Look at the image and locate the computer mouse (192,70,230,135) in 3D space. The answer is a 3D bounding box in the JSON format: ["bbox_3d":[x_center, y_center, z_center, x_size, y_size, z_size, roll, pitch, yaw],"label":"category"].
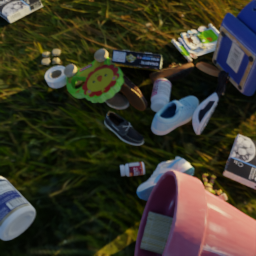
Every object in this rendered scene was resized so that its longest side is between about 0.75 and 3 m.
[{"bbox_3d":[2.862,-0.843,10.062,0.533,1.333,2.430,28,67,18],"label":"computer mouse"}]

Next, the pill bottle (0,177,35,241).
[{"bbox_3d":[-3.726,2.135,8.063,2.012,1.118,1.118,36,63,22],"label":"pill bottle"}]

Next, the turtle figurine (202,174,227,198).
[{"bbox_3d":[2.551,1.860,8.730,1.004,0.323,0.810,6,48,14],"label":"turtle figurine"}]

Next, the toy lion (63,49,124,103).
[{"bbox_3d":[-1.271,-1.750,10.389,2.243,0.770,2.150,-21,53,15],"label":"toy lion"}]

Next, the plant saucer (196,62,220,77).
[{"bbox_3d":[3.286,-2.408,11.386,1.069,0.200,1.069,16,29,-10],"label":"plant saucer"}]

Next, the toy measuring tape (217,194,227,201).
[{"bbox_3d":[2.046,2.168,8.174,1.640,0.603,0.603,-24,54,19],"label":"toy measuring tape"}]

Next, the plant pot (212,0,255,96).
[{"bbox_3d":[4.949,-3.039,10.649,2.501,2.781,2.781,-25,61,-10],"label":"plant pot"}]

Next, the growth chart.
[{"bbox_3d":[3.234,-3.924,12.729,2.526,0.224,1.828,-25,58,-17],"label":"growth chart"}]

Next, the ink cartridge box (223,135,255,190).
[{"bbox_3d":[4.136,1.185,9.176,1.612,0.350,1.597,24,59,13],"label":"ink cartridge box"}]

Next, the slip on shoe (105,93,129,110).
[{"bbox_3d":[-0.704,-1.287,10.748,1.673,0.507,0.636,35,63,21],"label":"slip on shoe"}]

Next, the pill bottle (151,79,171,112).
[{"bbox_3d":[1.229,-1.215,10.595,0.680,0.680,1.200,9,56,6],"label":"pill bottle"}]

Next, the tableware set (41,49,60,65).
[{"bbox_3d":[-3.364,-3.077,12.206,0.816,0.113,0.977,-6,58,-2],"label":"tableware set"}]

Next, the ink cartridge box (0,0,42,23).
[{"bbox_3d":[-5.758,-6.291,14.203,1.991,0.432,1.972,38,64,24],"label":"ink cartridge box"}]

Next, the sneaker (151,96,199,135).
[{"bbox_3d":[1.810,-0.622,9.991,0.856,0.949,2.317,40,59,22],"label":"sneaker"}]

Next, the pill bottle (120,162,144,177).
[{"bbox_3d":[0.132,1.345,9.019,0.753,0.412,0.412,-7,56,-4],"label":"pill bottle"}]

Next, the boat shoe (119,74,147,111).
[{"bbox_3d":[0.140,-1.402,10.567,1.702,0.599,0.599,48,46,-2],"label":"boat shoe"}]

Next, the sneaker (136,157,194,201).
[{"bbox_3d":[1.075,1.590,8.753,1.921,0.735,0.776,-25,41,-16],"label":"sneaker"}]

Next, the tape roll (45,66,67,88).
[{"bbox_3d":[-2.851,-2.055,11.294,0.956,0.335,0.956,-6,54,8],"label":"tape roll"}]

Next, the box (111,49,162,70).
[{"bbox_3d":[0.421,-2.606,10.816,1.752,0.507,2.204,9,11,6],"label":"box"}]

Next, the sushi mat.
[{"bbox_3d":[1.475,3.043,7.605,2.139,0.129,1.023,13,60,7],"label":"sushi mat"}]

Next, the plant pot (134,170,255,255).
[{"bbox_3d":[1.755,2.751,6.881,2.490,2.782,2.782,20,57,-5],"label":"plant pot"}]

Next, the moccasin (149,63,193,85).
[{"bbox_3d":[1.767,-2.264,11.368,1.871,0.684,0.722,-22,67,-3],"label":"moccasin"}]

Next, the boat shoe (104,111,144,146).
[{"bbox_3d":[-0.137,0.030,9.781,1.637,0.553,0.588,36,50,14],"label":"boat shoe"}]
